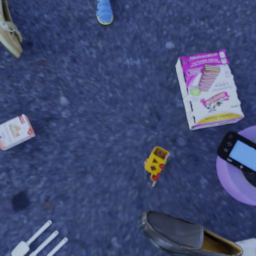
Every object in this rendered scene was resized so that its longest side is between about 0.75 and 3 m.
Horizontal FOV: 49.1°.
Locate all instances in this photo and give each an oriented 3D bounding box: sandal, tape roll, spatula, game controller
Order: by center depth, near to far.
[{"bbox_3d":[3.205,0.763,7.590,1.582,0.333,0.825,30,80,1],"label":"game controller"},{"bbox_3d":[-2.534,3.438,8.055,1.404,0.113,0.977,-44,80,-9],"label":"spatula"},{"bbox_3d":[3.825,1.111,8.138,2.257,0.959,2.257,0,77,0],"label":"tape roll"},{"bbox_3d":[-0.840,-4.225,9.551,0.563,0.616,1.415,-8,79,-4],"label":"sandal"}]

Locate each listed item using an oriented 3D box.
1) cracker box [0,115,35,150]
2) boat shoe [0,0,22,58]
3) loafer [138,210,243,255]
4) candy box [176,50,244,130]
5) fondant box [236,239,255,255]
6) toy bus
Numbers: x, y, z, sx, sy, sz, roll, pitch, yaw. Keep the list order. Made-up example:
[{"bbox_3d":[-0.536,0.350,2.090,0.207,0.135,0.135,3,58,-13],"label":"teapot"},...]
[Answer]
[{"bbox_3d":[-3.546,0.141,8.702,1.059,0.305,0.709,-27,79,-6],"label":"cracker box"},{"bbox_3d":[-4.038,-3.471,9.241,0.798,0.926,2.538,-30,72,-2],"label":"boat shoe"},{"bbox_3d":[1.630,2.820,7.326,2.849,1.030,1.037,27,38,-11],"label":"loafer"},{"bbox_3d":[2.508,-1.193,8.807,1.545,0.691,2.265,-10,77,-2],"label":"candy box"},{"bbox_3d":[3.424,3.730,7.891,0.731,0.295,1.013,-12,78,-3],"label":"fondant box"},{"bbox_3d":[0.759,1.074,8.118,0.565,1.032,1.094,29,80,9],"label":"toy bus"}]
